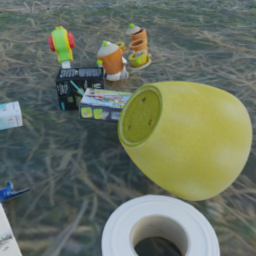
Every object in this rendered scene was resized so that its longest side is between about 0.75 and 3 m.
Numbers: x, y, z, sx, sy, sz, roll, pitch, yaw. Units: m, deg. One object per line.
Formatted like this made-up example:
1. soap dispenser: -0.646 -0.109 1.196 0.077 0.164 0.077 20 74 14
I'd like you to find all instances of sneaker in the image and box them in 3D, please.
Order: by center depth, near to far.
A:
1. sneaker: -0.643 -2.671 11.332 1.067 1.012 2.650 4 40 -10

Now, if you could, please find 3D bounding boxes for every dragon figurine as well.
1. dragon figurine: -2.636 1.449 5.685 1.399 0.412 0.696 3 35 6

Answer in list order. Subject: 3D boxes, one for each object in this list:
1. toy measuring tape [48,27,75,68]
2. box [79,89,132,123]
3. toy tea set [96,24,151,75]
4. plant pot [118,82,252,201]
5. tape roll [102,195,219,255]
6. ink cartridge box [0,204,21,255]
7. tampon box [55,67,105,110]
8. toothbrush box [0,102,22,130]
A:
1. toy measuring tape: -2.426 -2.810 10.434 1.010 1.010 2.747 -8 63 -11
2. box: -0.069 -0.532 7.298 2.214 0.384 1.218 6 27 -2
3. toy tea set: -0.114 -2.717 9.077 1.598 0.994 2.687 -13 35 14
4. plant pot: 0.799 0.057 5.318 1.662 2.341 2.341 22 22 -34
5. tape roll: 0.494 2.031 4.627 1.878 0.657 1.878 1 35 0
6. ink cartridge box: -2.699 1.481 3.916 1.700 2.350 1.730 -25 42 -31
7. tampon box: -1.473 -1.272 9.011 1.465 1.098 0.925 -2 35 -3
8. toothbrush box: -3.702 -0.329 8.237 1.030 0.439 0.754 -11 36 -18
